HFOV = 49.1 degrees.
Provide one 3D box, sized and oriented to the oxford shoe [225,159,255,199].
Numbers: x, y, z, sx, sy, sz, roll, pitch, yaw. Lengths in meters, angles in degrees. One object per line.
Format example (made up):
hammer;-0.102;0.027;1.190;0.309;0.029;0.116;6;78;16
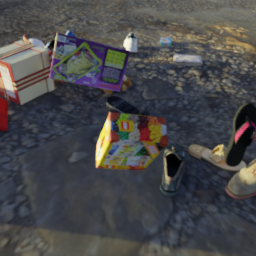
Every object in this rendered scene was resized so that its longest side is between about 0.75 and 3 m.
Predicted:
oxford shoe;3.280;1.131;7.283;2.008;0.751;0.707;-26;44;-30

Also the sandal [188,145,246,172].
sandal;2.563;0.717;8.018;1.663;0.547;0.610;18;40;22

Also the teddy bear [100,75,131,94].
teddy bear;-0.522;-1.845;11.552;1.456;0.486;1.056;-14;41;-18

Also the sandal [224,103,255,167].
sandal;2.951;0.229;7.131;0.646;1.721;0.388;10;12;-12

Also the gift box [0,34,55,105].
gift box;-4.043;-2.337;10.906;1.964;2.128;1.987;27;43;25

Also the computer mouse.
computer mouse;-0.167;-0.543;9.901;1.626;0.429;1.126;36;49;24

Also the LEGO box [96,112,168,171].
LEGO box;0.011;0.334;5.661;1.103;1.481;0.571;5;61;-14

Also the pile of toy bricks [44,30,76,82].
pile of toy bricks;-3.205;-3.195;12.889;1.429;1.606;2.895;-25;35;35

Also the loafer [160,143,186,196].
loafer;1.258;0.969;7.635;0.679;0.595;1.891;7;37;9

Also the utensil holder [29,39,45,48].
utensil holder;-4.452;-3.511;13.283;1.142;1.142;1.344;-8;34;-11

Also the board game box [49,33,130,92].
board game box;-1.337;-2.247;9.841;2.575;1.545;0.416;9;18;-21

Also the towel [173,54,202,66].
towel;2.921;-3.356;13.791;1.410;0.243;0.934;5;37;6

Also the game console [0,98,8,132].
game console;-5.352;-0.310;9.706;1.856;1.278;2.153;-36;40;5

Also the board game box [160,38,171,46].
board game box;2.147;-4.907;15.939;0.608;0.180;0.799;5;37;6

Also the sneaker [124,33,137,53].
sneaker;0.195;-4.614;14.843;0.710;0.905;1.822;2;28;-10
